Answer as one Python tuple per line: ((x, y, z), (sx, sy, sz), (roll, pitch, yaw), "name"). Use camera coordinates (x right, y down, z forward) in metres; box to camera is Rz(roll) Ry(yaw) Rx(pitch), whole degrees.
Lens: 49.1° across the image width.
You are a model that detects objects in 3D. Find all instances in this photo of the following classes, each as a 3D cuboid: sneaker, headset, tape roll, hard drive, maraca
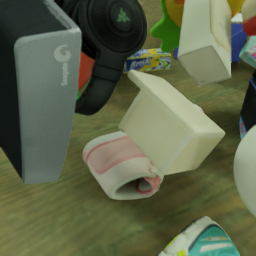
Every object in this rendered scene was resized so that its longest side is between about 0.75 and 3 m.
((0.613, 0.549, 5.706), (2.810, 1.058, 1.469), (-21, 46, -14), "sneaker")
((0.719, 2.253, 4.059), (2.406, 0.933, 0.958), (-30, 60, -28), "sneaker")
((-0.264, -1.612, 4.289), (1.407, 2.996, 1.850), (8, 23, -32), "headset")
((2.270, 0.598, 3.698), (1.673, 0.306, 1.673), (-8, 68, 20), "tape roll")
((-1.453, -0.496, 3.525), (0.602, 2.843, 1.917), (-29, 68, -33), "hard drive")
((1.599, -2.817, 6.096), (1.977, 2.884, 1.543), (12, 44, -11), "maraca")

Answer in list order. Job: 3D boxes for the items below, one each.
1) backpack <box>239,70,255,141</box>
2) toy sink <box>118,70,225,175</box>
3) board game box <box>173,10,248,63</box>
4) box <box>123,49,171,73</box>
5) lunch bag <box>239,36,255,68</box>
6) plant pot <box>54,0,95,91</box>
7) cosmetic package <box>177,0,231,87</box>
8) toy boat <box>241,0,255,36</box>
((3.897, -0.010, 5.745), (2.626, 1.766, 2.397), (1, 44, 2), "backpack")
((0.470, -0.080, 3.905), (0.877, 0.754, 1.346), (1, 39, -50), "toy sink")
((2.802, -3.683, 9.891), (2.254, 1.369, 2.827), (6, 44, 7), "board game box")
((0.551, -2.136, 8.880), (1.522, 0.533, 0.489), (-8, 44, -8), "box")
((4.715, -2.296, 7.927), (2.396, 1.715, 2.813), (37, 64, 5), "lunch bag")
((-1.968, -2.852, 8.433), (2.477, 2.479, 2.185), (18, 33, 18), "plant pot")
((1.309, -1.592, 4.657), (0.577, 0.817, 1.579), (-12, 55, 35), "cosmetic package")
((2.748, -1.793, 4.345), (1.806, 1.181, 1.179), (-12, 18, 23), "toy boat")
